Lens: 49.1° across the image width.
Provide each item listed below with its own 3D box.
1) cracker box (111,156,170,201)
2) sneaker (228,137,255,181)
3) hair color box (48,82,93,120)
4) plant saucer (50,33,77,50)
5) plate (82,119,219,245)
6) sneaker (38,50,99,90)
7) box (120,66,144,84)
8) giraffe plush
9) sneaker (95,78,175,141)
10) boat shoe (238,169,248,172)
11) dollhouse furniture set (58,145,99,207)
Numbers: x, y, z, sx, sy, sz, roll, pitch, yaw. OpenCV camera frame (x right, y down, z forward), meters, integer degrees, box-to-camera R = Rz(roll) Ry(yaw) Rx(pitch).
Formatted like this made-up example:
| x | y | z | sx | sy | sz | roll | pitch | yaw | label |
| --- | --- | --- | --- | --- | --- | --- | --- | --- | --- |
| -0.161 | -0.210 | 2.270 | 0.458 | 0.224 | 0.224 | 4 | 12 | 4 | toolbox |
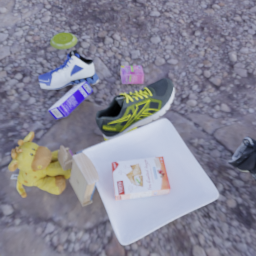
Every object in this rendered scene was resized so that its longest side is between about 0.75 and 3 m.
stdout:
| x | y | z | sx | sy | sz | roll | pitch | yaw | label |
| --- | --- | --- | --- | --- | --- | --- | --- | --- | --- |
| 0.313 | 1.334 | 7.447 | 1.439 | 0.415 | 0.964 | -7 | 55 | -4 | cracker box |
| 3.451 | 1.127 | 7.249 | 1.503 | 2.642 | 0.997 | 28 | 65 | 32 | sneaker |
| -2.035 | -0.974 | 9.988 | 0.829 | 0.492 | 1.517 | -9 | 35 | 51 | hair color box |
| -2.999 | -4.074 | 12.964 | 1.244 | 0.193 | 1.244 | 0 | 51 | 0 | plant saucer |
| 0.511 | 1.306 | 7.628 | 2.816 | 0.455 | 2.810 | -22 | 58 | -13 | plate |
| -2.296 | -2.288 | 10.697 | 2.256 | 1.303 | 0.911 | -9 | 34 | -10 | sneaker |
| 0.150 | -2.114 | 11.116 | 0.852 | 0.412 | 0.749 | -2 | 40 | -5 | box |
| -2.632 | 0.953 | 8.001 | 1.883 | 1.527 | 1.624 | -11 | 52 | -9 | giraffe plush |
| 0.244 | -0.704 | 8.976 | 2.930 | 1.240 | 1.091 | -40 | 44 | -5 | sneaker |
| 4.415 | 0.903 | 8.581 | 2.200 | 0.662 | 0.784 | -4 | 46 | -4 | boat shoe |
| -0.671 | 0.913 | 7.885 | 1.969 | 1.285 | 1.858 | -19 | 59 | -30 | dollhouse furniture set |
